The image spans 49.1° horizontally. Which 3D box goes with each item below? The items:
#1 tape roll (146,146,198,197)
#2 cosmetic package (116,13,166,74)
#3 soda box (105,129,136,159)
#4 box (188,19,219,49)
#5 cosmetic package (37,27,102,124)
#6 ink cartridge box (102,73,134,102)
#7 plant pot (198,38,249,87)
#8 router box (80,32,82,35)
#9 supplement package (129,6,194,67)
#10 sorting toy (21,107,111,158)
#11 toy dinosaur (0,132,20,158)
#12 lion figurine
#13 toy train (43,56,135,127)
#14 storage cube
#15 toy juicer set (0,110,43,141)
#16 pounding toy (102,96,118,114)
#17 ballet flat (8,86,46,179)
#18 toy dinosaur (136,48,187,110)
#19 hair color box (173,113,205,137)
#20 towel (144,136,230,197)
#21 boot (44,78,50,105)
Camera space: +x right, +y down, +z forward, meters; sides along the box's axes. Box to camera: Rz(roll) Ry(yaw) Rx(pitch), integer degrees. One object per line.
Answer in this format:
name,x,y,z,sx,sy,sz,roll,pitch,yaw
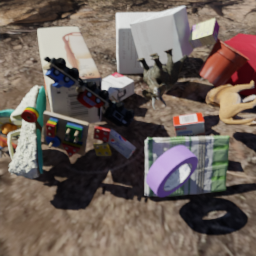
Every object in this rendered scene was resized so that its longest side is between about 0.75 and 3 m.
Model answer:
tape roll,1.010,1.003,6.408,1.241,1.241,0.407,-24,51,-27
cosmetic package,0.758,-3.997,13.106,2.605,2.180,2.166,-3,38,-3
soda box,-0.237,0.422,7.592,0.879,0.300,0.279,37,26,10
box,2.669,-3.298,9.854,0.887,0.429,0.780,-6,55,39
cosmetic package,-1.668,-1.502,7.749,1.257,1.489,2.881,-10,47,-16
ink cartridge box,-0.631,-1.475,10.884,1.436,0.599,1.043,-33,49,-30
plant pot,3.367,-2.293,10.180,1.391,1.353,1.391,27,26,-15
router box,-1.760,-2.764,9.469,0.211,0.806,0.634,10,37,15
supplement package,1.312,-3.420,10.608,1.793,1.715,1.319,0,31,34
sorting toy,-1.499,0.269,6.819,2.278,1.098,0.385,15,42,0
toy dinosaur,-3.436,0.431,7.420,1.282,1.412,0.742,16,82,34
lion figurine,2.906,-0.627,7.880,1.410,0.834,2.302,-12,22,21
toy train,-0.788,-0.667,5.818,0.396,2.320,0.531,8,67,57
storage cube,4.842,-2.571,11.430,1.828,2.139,1.923,-32,41,-33
toy juicer set,-3.635,0.010,8.212,1.697,2.667,0.726,-23,53,27
pounding toy,-0.573,-0.747,10.135,0.950,0.435,0.835,14,42,-49
ballet flat,-2.649,0.005,7.273,0.971,0.971,2.705,-4,60,-5
toy dinosaur,1.089,-1.715,9.092,1.065,1.415,2.767,-1,24,35
hair color box,1.799,0.328,8.057,0.814,1.467,0.469,-9,38,11
towel,1.488,0.976,7.229,2.174,1.622,0.334,-3,18,-5
boot,-2.566,-1.935,9.843,0.896,2.388,1.280,-8,29,-32
